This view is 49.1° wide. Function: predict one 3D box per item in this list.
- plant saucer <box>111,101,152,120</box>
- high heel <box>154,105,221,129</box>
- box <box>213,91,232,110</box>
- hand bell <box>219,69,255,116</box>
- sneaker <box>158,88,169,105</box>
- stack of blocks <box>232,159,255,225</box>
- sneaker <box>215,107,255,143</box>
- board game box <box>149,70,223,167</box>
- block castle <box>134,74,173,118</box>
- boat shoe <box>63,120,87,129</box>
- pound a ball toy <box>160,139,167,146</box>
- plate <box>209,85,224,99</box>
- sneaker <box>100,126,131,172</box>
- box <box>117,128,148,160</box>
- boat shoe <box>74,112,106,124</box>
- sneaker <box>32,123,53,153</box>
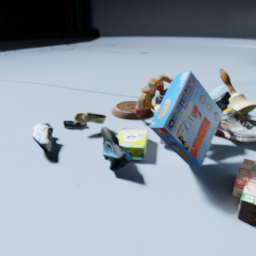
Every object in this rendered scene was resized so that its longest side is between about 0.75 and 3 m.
[{"bbox_3d":[0.193,-1.013,15.023,2.234,0.385,2.234,0,23,0],"label":"plant saucer"},{"bbox_3d":[2.563,-0.499,12.166,1.952,0.978,2.738,-17,36,-30],"label":"high heel"},{"bbox_3d":[4.802,-1.276,14.722,1.046,0.585,1.483,-34,1,38],"label":"box"},{"bbox_3d":[5.260,-1.906,14.167,1.350,1.350,2.592,-10,67,-21],"label":"hand bell"},{"bbox_3d":[2.633,-1.607,15.339,2.147,1.165,0.752,-4,24,-8],"label":"sneaker"},{"bbox_3d":[3.847,1.855,8.292,1.326,0.674,2.302,13,28,27],"label":"stack of blocks"},{"bbox_3d":[4.504,-0.197,12.040,2.955,1.214,1.150,23,25,38],"label":"sneaker"},{"bbox_3d":[2.136,-0.294,9.836,0.676,2.368,2.419,-2,52,51],"label":"board game box"},{"bbox_3d":[1.664,-1.385,14.132,1.842,1.293,2.757,25,50,18],"label":"block castle"},{"bbox_3d":[-2.511,-0.215,13.261,1.152,0.356,0.431,1,24,3],"label":"boat shoe"},{"bbox_3d":[2.093,0.498,11.431,1.365,0.580,0.890,10,20,25],"label":"pound a ball toy"},{"bbox_3d":[4.603,-1.794,15.425,0.216,1.690,1.690,43,32,1],"label":"plate"},{"bbox_3d":[-0.676,0.703,10.127,0.819,0.732,2.000,-40,46,7],"label":"sneaker"},{"bbox_3d":[0.125,0.625,11.260,1.216,0.501,2.072,2,26,7],"label":"box"},{"bbox_3d":[-1.727,-0.491,12.758,1.462,0.460,0.533,9,57,-19],"label":"boat shoe"},{"bbox_3d":[-3.426,0.303,11.487,0.797,0.790,2.199,-35,30,-5],"label":"sneaker"}]
